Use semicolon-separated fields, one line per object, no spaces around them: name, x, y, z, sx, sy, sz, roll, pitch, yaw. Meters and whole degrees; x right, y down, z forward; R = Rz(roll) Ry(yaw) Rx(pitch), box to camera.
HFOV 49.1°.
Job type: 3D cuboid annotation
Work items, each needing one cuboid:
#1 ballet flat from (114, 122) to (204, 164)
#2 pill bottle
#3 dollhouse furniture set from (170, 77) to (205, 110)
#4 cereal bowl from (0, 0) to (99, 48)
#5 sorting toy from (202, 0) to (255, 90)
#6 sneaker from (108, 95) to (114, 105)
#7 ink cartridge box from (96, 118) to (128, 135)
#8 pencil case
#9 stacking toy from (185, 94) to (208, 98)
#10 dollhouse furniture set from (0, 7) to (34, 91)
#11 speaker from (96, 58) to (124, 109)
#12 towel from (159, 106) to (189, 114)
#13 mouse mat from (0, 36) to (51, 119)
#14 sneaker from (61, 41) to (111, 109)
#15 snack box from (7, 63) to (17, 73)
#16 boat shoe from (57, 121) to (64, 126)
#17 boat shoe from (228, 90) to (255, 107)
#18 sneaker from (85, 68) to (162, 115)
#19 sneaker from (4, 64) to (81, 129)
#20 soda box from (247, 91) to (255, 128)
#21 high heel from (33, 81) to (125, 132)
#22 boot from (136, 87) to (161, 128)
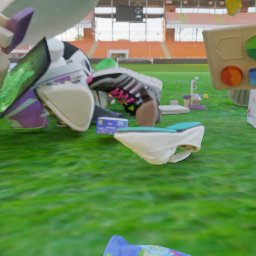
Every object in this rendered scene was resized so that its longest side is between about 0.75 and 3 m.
ballet flat;0.613;0.260;4.448;0.682;0.682;1.964;13;12;43
pill bottle;-2.414;-1.491;8.017;1.168;2.070;1.168;12;39;-10
dollhouse furniture set;2.191;-1.358;10.387;1.240;1.110;1.564;2;14;9
cereal bowl;-1.936;-2.854;5.986;2.617;1.090;2.617;-29;3;2
sorting toy;2.765;-1.951;6.750;2.019;2.710;0.363;9;51;37
sneaker;-1.178;-1.334;10.332;0.884;1.063;2.359;3;14;20
ink cartridge box;-0.328;-0.037;5.823;0.580;0.324;0.850;5;1;3
pencil case;0.462;1.014;1.585;1.404;0.548;0.610;3;-12;20
stacking toy;3.087;-1.453;12.823;0.671;0.209;0.890;-7;13;-33
dollhouse furniture set;-2.293;-0.970;3.654;1.223;1.723;1.365;27;32;-15
speaker;-0.378;-1.432;9.257;0.761;1.720;0.761;-18;43;18
towel;1.402;-0.591;9.206;1.063;0.183;0.705;-3;15;-16
mouse mat;-2.284;-0.684;5.143;2.328;0.109;2.894;-43;31;5
sneaker;-1.552;-1.509;8.578;0.950;2.564;1.135;-33;10;31
snack box;-4.088;-1.210;8.681;1.879;0.700;2.642;-35;-10;38
boat shoe;-1.734;-0.217;7.461;0.308;0.263;0.841;0;15;-14
boat shoe;4.694;-1.117;10.345;0.713;0.779;2.085;-3;21;-32
sneaker;-0.001;-1.002;8.380;2.674;1.169;0.986;5;-14;-38
sneaker;-1.930;-0.698;6.666;2.083;1.188;0.755;-27;21;-8
soda box;4.485;-0.447;7.006;2.635;0.898;0.839;1;14;7
high heel;-1.543;-0.565;6.618;1.927;0.965;2.704;17;-2;34
boot;0.561;-0.336;6.711;0.461;1.313;0.960;-13;-28;20
